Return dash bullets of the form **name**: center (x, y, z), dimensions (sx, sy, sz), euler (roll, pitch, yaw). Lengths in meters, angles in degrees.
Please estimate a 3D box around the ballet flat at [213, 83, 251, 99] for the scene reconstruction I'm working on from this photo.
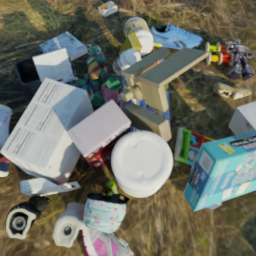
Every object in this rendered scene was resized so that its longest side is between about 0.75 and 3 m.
- **ballet flat**: center (4.403, -1.490, 11.936), dimensions (1.559, 0.550, 0.509), euler (15, 81, 14)

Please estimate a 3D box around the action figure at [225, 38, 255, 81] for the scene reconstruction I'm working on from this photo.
- **action figure**: center (5.094, -3.208, 12.737), dimensions (1.416, 0.755, 2.177), euler (6, 67, -8)

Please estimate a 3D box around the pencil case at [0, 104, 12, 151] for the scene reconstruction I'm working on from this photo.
- **pencil case**: center (-4.896, -0.002, 10.600), dimensions (0.856, 0.784, 1.886), euler (5, 51, -21)

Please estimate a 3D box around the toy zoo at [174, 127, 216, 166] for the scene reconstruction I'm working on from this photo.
- **toy zoo**: center (2.353, 0.758, 9.185), dimensions (1.706, 0.175, 1.120), euler (19, 64, -14)

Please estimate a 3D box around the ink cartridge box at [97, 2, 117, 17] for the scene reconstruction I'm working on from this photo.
- **ink cartridge box**: center (-1.211, -6.732, 15.755), dimensions (0.892, 0.374, 0.783), euler (-32, 59, -20)

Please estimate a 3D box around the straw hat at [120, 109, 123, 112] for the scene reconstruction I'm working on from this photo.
- **straw hat**: center (-0.014, -1.073, 11.377), dimensions (1.051, 0.445, 1.051), euler (-10, 36, 7)

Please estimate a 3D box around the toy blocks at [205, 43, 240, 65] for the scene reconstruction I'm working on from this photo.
- **toy blocks**: center (4.533, -3.521, 13.297), dimensions (1.558, 0.566, 1.299), euler (3, 54, 2)

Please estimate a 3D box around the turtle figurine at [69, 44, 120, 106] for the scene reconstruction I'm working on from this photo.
- **turtle figurine**: center (-1.287, -2.125, 10.606), dimensions (1.319, 1.961, 2.620), euler (3, 43, -38)

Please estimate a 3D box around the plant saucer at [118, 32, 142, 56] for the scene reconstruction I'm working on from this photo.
- **plant saucer**: center (0.006, -3.132, 11.469), dimensions (0.306, 1.263, 1.263), euler (10, 43, -30)

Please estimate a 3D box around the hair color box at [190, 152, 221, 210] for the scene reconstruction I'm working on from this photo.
- **hair color box**: center (2.631, 1.615, 9.396), dimensions (0.955, 0.585, 1.929), euler (20, 58, -2)

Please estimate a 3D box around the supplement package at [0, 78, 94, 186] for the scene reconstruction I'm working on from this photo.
- **supplement package**: center (-2.392, 0.220, 9.214), dimensions (1.524, 2.140, 2.748), euler (19, 67, 12)

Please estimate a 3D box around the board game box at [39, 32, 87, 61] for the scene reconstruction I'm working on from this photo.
- **board game box**: center (-3.151, -3.843, 13.649), dimensions (1.673, 0.363, 1.665), euler (-36, 61, -23)

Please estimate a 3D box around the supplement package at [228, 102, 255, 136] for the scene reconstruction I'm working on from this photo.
- **supplement package**: center (4.615, 0.025, 10.318), dimensions (0.840, 1.180, 1.515), euler (-18, 55, -13)

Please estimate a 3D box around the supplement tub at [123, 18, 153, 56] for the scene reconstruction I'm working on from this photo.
- **supplement tub**: center (0.509, -4.415, 13.555), dimensions (1.182, 1.182, 1.638), euler (-12, 54, -8)

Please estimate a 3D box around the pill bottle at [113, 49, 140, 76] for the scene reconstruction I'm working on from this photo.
- **pill bottle**: center (-0.047, -2.068, 8.842), dimensions (0.615, 1.056, 0.615), euler (3, 83, -21)

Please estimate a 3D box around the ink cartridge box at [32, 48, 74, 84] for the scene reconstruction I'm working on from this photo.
- **ink cartridge box**: center (-2.742, -2.187, 10.393), dimensions (1.233, 1.236, 0.251), euler (-23, 26, -20)

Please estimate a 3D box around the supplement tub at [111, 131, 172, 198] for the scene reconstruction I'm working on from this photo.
- **supplement tub**: center (0.370, 1.188, 8.413), dimensions (1.656, 2.510, 1.656), euler (0, 71, 0)

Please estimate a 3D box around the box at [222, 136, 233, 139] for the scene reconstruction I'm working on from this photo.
- **box**: center (3.910, 0.917, 10.010), dimensions (0.876, 0.632, 1.180), euler (-7, 54, -5)

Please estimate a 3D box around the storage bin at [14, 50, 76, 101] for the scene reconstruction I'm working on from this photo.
- **storage bin**: center (-3.501, -2.293, 12.099), dimensions (2.277, 1.068, 1.540), euler (-21, 57, -14)

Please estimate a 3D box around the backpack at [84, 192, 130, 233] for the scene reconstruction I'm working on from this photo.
- **backpack**: center (-0.597, 2.196, 7.374), dimensions (1.236, 1.481, 0.937), euler (2, 78, 3)

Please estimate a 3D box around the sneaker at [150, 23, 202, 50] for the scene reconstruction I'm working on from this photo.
- **sneaker**: center (2.366, -4.525, 13.757), dimensions (2.659, 1.042, 0.876), euler (6, 52, 3)

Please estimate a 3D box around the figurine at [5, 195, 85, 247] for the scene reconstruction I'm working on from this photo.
- **figurine**: center (-2.160, 2.484, 8.085), dimensions (2.005, 1.956, 0.863), euler (11, 93, -3)

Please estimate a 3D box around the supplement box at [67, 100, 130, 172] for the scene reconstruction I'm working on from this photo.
- **supplement box**: center (-0.783, 0.401, 8.738), dimensions (1.578, 2.899, 0.883), euler (-37, 77, -10)

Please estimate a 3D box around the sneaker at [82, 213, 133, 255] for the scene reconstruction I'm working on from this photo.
- **sneaker**: center (-0.540, 3.514, 7.938), dimensions (1.187, 1.095, 2.691), euler (-18, 63, -17)

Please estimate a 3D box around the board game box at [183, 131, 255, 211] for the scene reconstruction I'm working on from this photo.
- **board game box**: center (3.177, 1.151, 8.101), dimensions (2.858, 2.157, 0.671), euler (-11, 44, -22)

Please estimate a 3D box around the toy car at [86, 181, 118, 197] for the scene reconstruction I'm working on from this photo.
- **toy car**: center (-0.827, 2.183, 8.966), dimensions (0.936, 0.769, 0.738), euler (-8, 50, 2)

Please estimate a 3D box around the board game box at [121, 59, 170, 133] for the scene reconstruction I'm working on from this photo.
- **board game box**: center (0.656, -1.124, 10.203), dimensions (1.839, 0.468, 2.717), euler (-5, 95, -33)

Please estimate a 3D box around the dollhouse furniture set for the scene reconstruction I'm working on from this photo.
- **dollhouse furniture set**: center (1.024, -1.022, 8.120), dimensions (1.754, 2.153, 2.047), euler (-36, 40, -21)

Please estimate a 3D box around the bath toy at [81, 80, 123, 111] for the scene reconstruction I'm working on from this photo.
- **bath toy**: center (-0.870, -1.215, 11.146), dimensions (2.393, 1.041, 0.885), euler (18, 44, 30)

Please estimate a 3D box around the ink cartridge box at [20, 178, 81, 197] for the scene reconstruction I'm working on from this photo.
- **ink cartridge box**: center (-2.398, 1.811, 8.884), dimensions (1.626, 1.302, 0.384), euler (-11, 71, -7)

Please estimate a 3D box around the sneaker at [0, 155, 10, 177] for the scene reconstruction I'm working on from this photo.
- **sneaker**: center (-5.090, 0.890, 9.728), dimensions (2.273, 0.852, 0.961), euler (19, 88, 4)
